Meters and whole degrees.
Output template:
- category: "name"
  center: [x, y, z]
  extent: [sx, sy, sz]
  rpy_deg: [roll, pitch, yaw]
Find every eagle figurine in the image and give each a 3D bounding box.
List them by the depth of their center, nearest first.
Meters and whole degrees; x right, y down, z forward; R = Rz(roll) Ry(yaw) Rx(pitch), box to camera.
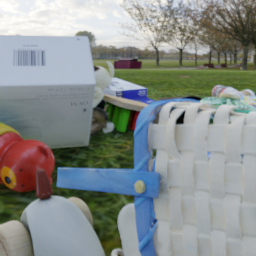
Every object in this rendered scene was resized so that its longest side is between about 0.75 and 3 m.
- category: "eagle figurine"
  center: [-1.140, -0.252, 9.741]
  extent: [1.029, 1.034, 1.363]
  rpy_deg: [-5, 7, 12]

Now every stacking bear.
- category: "stacking bear"
  center: [-2.928, 0.588, 6.057]
  extent: [2.773, 1.684, 1.577]
  rpy_deg: [13, 20, 14]

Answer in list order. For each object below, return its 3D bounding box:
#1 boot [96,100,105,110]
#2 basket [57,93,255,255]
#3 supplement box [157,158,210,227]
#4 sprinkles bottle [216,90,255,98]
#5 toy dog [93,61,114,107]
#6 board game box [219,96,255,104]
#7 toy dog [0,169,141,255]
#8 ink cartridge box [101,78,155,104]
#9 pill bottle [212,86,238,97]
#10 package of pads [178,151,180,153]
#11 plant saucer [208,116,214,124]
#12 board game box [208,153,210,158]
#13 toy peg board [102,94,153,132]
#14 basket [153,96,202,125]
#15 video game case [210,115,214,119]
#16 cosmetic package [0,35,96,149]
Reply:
- category: "boot"
  center: [-2.297, -0.695, 11.536]
  extent: [2.056, 0.929, 2.509]
  rpy_deg: [-6, 12, 24]
- category: "basket"
  center: [0.901, 0.680, 3.634]
  extent: [2.923, 2.033, 2.577]
  rpy_deg: [-11, -12, 41]
- category: "supplement box"
  center: [0.796, 1.031, 4.211]
  extent: [1.065, 1.066, 0.716]
  rpy_deg: [-10, 17, -30]
- category: "sprinkles bottle"
  center: [5.561, -1.444, 14.536]
  extent: [2.526, 0.862, 0.862]
  rpy_deg: [-12, 19, -37]
- category: "toy dog"
  center: [-1.671, -1.875, 10.110]
  extent: [1.974, 1.914, 1.377]
  rpy_deg: [32, 38, -27]
- category: "board game box"
  center: [4.495, -0.589, 10.782]
  extent: [1.894, 0.993, 0.976]
  rpy_deg: [0, 30, 2]
- category: "toy dog"
  center: [-0.513, 1.323, 3.370]
  extent: [2.705, 1.303, 1.784]
  rpy_deg: [6, 16, 20]
- category: "ink cartridge box"
  center: [-0.341, -1.825, 13.841]
  extent: [2.830, 0.575, 2.824]
  rpy_deg: [24, 22, 28]
- category: "pill bottle"
  center: [5.724, -1.973, 16.467]
  extent: [0.892, 0.892, 1.567]
  rpy_deg: [-4, 15, -16]
- category: "package of pads"
  center: [1.706, 0.284, 8.736]
  extent: [1.621, 0.553, 1.253]
  rpy_deg: [-14, 19, -40]
- category: "plant saucer"
  center: [2.560, -0.369, 10.374]
  extent: [1.262, 0.227, 1.262]
  rpy_deg: [5, -11, 1]
- category: "board game box"
  center: [2.556, 0.889, 6.425]
  extent: [1.611, 0.536, 2.396]
  rpy_deg: [8, 17, 23]
- category: "toy peg board"
  center: [0.116, -0.489, 11.174]
  extent: [2.245, 1.103, 2.254]
  rpy_deg: [9, 10, -31]
- category: "basket"
  center: [1.244, -0.300, 7.808]
  extent: [1.480, 1.116, 1.642]
  rpy_deg: [-45, 15, -1]
- category: "video game case"
  center: [3.525, -0.612, 12.445]
  extent: [0.804, 0.113, 0.889]
  rpy_deg: [-9, 26, -9]
- category: "cosmetic package"
  center: [-2.515, -0.808, 7.684]
  extent: [2.882, 2.891, 1.777]
  rpy_deg: [-4, 58, -14]
